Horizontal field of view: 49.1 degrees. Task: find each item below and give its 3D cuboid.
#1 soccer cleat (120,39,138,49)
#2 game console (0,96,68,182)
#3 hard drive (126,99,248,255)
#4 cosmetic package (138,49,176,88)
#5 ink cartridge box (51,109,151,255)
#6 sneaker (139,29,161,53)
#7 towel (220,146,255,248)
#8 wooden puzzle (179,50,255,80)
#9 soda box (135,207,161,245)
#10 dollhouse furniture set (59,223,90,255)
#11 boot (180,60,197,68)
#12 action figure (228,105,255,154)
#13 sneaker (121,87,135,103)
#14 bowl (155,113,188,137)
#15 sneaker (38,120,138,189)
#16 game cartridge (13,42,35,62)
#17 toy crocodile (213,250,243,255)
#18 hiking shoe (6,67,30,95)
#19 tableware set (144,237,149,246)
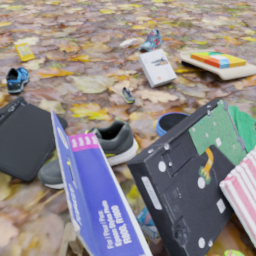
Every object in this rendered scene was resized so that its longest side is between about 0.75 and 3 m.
[{"bbox_3d":[0.046,-4.365,14.446,1.053,0.365,0.409,-28,42,-29],"label":"soccer cleat"},{"bbox_3d":[-3.355,0.436,7.773,2.322,1.537,2.640,-25,25,26],"label":"game console"},{"bbox_3d":[1.412,0.833,5.383,2.903,2.028,0.549,-33,11,-40],"label":"hard drive"},{"bbox_3d":[1.134,-2.351,11.039,1.027,0.352,1.362,-21,77,-17],"label":"cosmetic package"},{"bbox_3d":[-0.247,1.295,4.295,0.607,2.803,2.752,-23,33,-7],"label":"ink cartridge box"},{"bbox_3d":[1.086,-4.416,14.011,0.767,0.923,1.933,15,39,19],"label":"sneaker"},{"bbox_3d":[2.908,1.330,5.812,2.447,0.366,1.791,-31,91,-37],"label":"towel"},{"bbox_3d":[3.882,-2.863,12.036,2.396,0.482,2.590,-13,38,-31],"label":"wooden puzzle"},{"bbox_3d":[0.870,1.582,5.916,0.524,0.564,1.649,27,53,30],"label":"soda box"},{"bbox_3d":[-1.328,1.893,3.735,1.476,2.656,2.349,-1,41,5],"label":"dollhouse furniture set"},{"bbox_3d":[2.747,-2.839,12.489,0.801,0.299,0.388,28,26,34],"label":"boot"},{"bbox_3d":[3.234,0.240,7.907,1.046,0.484,1.770,22,48,-11],"label":"action figure"},{"bbox_3d":[-0.016,-1.187,10.088,0.324,0.355,0.877,-19,40,-24],"label":"sneaker"},{"bbox_3d":[1.514,-0.041,8.609,1.327,0.260,1.327,0,36,0],"label":"bowl"},{"bbox_3d":[-1.027,0.544,6.980,2.614,1.106,0.974,-24,42,-18],"label":"sneaker"},{"bbox_3d":[-4.770,-3.488,12.895,0.129,0.794,0.700,-17,13,45],"label":"game cartridge"},{"bbox_3d":[1.498,2.474,4.951,1.664,0.562,0.514,-2,2,-1],"label":"toy crocodile"},{"bbox_3d":[-4.268,-2.030,10.871,0.674,0.786,1.813,-5,37,-7],"label":"hiking shoe"},{"bbox_3d":[0.454,2.644,4.972,1.006,0.229,1.493,-12,38,-17],"label":"tableware set"}]
